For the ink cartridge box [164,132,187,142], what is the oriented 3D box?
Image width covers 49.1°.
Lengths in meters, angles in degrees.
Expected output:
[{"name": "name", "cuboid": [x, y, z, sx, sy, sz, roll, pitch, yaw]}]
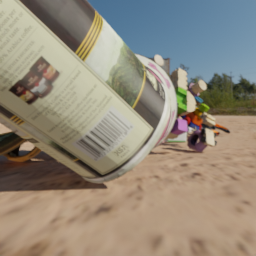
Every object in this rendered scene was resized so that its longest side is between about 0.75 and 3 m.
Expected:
[{"name": "ink cartridge box", "cuboid": [1.105, 0.029, 10.406, 1.399, 0.807, 1.915, 2, 3, -18]}]

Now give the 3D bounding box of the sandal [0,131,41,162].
[{"name": "sandal", "cuboid": [-2.313, 0.355, 6.271, 1.051, 0.706, 2.616, -13, 7, 10]}]

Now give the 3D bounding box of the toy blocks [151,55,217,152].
[{"name": "toy blocks", "cuboid": [0.943, -0.416, 7.919, 2.273, 2.124, 1.914, 19, -29, -29]}]

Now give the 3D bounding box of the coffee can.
[{"name": "coffee can", "cuboid": [-1.030, -0.768, 4.010, 2.840, 2.078, 2.078, 42, -22, -33]}]

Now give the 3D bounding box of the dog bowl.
[{"name": "dog bowl", "cuboid": [-0.153, -0.407, 6.185, 2.471, 2.471, 0.911, 1, 13, 9]}]

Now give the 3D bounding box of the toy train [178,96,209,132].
[{"name": "toy train", "cuboid": [2.168, -0.343, 8.589, 0.652, 0.891, 1.540, 24, 21, -29]}]

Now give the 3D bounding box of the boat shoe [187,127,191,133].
[{"name": "boat shoe", "cuboid": [1.775, -0.209, 13.673, 2.608, 0.871, 0.959, 2, 4, 22]}]

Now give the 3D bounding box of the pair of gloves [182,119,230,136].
[{"name": "pair of gloves", "cuboid": [3.260, -0.058, 11.783, 1.699, 0.236, 1.907, 26, 21, 37]}]
